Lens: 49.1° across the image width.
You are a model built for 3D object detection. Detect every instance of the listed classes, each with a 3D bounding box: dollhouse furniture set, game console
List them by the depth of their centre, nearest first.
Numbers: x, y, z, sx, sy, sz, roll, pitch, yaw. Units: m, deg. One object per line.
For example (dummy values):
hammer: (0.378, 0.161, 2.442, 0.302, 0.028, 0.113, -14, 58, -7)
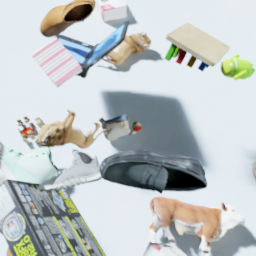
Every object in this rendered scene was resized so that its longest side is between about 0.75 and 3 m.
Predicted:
game console: (-1.433, -3.002, 9.481, 2.488, 1.647, 2.829, 18, 31, -6)
dollhouse furniture set: (-3.610, 0.021, 10.477, 0.937, 0.488, 0.947, -27, 61, -3)

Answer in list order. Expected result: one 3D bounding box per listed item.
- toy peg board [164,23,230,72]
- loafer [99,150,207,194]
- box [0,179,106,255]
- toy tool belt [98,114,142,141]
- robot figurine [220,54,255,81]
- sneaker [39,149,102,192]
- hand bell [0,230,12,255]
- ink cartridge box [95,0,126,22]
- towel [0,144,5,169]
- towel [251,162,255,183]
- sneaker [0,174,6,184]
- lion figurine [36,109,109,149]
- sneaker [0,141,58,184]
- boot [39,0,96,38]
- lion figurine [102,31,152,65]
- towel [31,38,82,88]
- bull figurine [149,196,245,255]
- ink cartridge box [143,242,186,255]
toy peg board: (1.908, -2.186, 8.076, 1.522, 0.747, 1.528, 35, 44, 12)
loafer: (0.513, 0.861, 5.267, 2.086, 0.708, 0.732, 5, 26, -15)
box: (-1.392, 2.250, 5.549, 0.563, 2.036, 2.541, -42, 65, 4)
toy tool belt: (-0.308, -0.170, 10.273, 1.443, 0.901, 0.887, -16, 67, -11)
robot figurine: (2.934, -1.607, 7.590, 0.939, 0.543, 0.824, 7, 54, -11)
sneaker: (-1.233, 0.861, 5.894, 1.326, 0.497, 0.766, -10, 77, -16)
hand bell: (-2.459, 2.320, 6.080, 1.341, 1.341, 2.576, -27, 20, -16)
ink cartridge box: (-0.940, -6.313, 14.272, 1.239, 0.722, 1.712, -16, 59, -10)
towel: (-3.776, 0.708, 6.565, 0.826, 1.599, 1.931, -24, 41, 9)
towel: (4.890, 1.895, 9.286, 1.188, 0.309, 1.793, -5, 58, -3)
sneaker: (-4.033, 1.555, 7.889, 1.111, 0.418, 0.492, 8, 32, -34)
lion figurine: (-1.248, 0.178, 6.562, 0.590, 1.629, 0.998, 25, 90, 56)
sneaker: (-3.506, 0.960, 9.448, 1.613, 1.007, 2.735, -40, 75, -16)
boot: (-2.005, -3.493, 8.913, 2.165, 0.798, 1.675, -33, 31, 10)
lion figurine: (-0.243, -3.456, 12.469, 1.570, 0.929, 2.564, 41, 80, 8)
towel: (-2.078, -1.896, 8.136, 0.937, 0.192, 1.281, -39, 85, -13)
bull figurine: (1.942, 2.850, 8.236, 2.812, 0.916, 1.707, 10, 42, 11)
ink cartridge box: (0.944, 3.092, 6.586, 0.712, 0.987, 0.413, 25, 89, 49)
